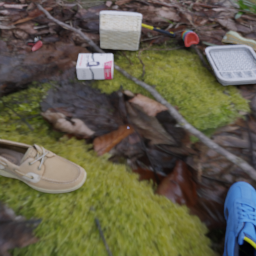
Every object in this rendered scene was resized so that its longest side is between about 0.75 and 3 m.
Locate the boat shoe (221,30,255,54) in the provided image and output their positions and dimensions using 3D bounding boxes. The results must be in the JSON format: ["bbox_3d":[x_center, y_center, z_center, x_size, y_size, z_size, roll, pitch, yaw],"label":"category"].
[{"bbox_3d":[4.968,-3.452,12.103,1.954,0.700,0.744,36,85,27],"label":"boat shoe"}]

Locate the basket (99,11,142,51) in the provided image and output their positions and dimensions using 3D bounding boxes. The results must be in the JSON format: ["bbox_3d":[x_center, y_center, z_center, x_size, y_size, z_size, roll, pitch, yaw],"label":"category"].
[{"bbox_3d":[-0.364,-4.178,12.207,1.843,1.249,1.137,4,59,-2],"label":"basket"}]

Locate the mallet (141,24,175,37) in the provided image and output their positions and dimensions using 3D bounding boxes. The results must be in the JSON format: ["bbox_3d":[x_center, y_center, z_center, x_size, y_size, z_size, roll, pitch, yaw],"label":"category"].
[{"bbox_3d":[1.140,-4.813,13.480,2.376,0.489,0.782,18,29,5],"label":"mallet"}]

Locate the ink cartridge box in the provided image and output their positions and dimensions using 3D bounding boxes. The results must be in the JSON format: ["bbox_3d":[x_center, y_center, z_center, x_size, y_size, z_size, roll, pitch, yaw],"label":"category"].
[{"bbox_3d":[-1.304,-2.426,11.076,1.367,0.576,0.990,0,47,0],"label":"ink cartridge box"}]

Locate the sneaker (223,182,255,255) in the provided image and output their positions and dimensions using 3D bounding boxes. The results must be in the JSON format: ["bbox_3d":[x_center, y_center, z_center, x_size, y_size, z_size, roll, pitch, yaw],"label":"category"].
[{"bbox_3d":[2.688,2.281,6.269,0.955,1.135,2.896,12,46,13],"label":"sneaker"}]

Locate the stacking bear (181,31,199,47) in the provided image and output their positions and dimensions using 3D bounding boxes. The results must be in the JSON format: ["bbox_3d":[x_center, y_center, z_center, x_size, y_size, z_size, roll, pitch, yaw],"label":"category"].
[{"bbox_3d":[2.691,-4.104,12.622,0.621,0.581,1.022,-19,28,4],"label":"stacking bear"}]

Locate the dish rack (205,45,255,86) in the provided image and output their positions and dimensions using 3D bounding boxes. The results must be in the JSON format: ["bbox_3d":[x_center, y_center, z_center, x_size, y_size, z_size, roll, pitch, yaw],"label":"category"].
[{"bbox_3d":[4.225,-2.448,11.119,2.001,0.508,2.331,-5,48,-2],"label":"dish rack"}]

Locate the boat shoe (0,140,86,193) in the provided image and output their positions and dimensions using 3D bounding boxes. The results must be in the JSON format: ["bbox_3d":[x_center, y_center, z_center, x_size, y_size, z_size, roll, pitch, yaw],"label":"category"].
[{"bbox_3d":[-2.552,0.993,7.580,2.856,0.921,1.018,11,47,8],"label":"boat shoe"}]

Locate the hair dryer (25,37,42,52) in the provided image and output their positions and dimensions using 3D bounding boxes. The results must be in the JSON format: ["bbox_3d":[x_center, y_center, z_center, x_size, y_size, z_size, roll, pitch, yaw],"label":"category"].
[{"bbox_3d":[-4.225,-3.704,12.585,0.755,0.269,0.992,-21,44,4],"label":"hair dryer"}]
